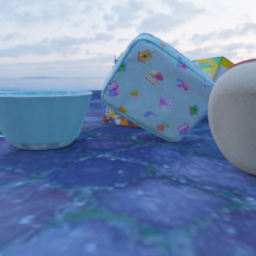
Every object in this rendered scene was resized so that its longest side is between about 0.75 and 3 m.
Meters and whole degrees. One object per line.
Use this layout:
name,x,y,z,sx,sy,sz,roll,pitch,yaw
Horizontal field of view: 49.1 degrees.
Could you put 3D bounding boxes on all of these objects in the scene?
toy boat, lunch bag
toy boat,2.821,-0.276,4.397,2.936,1.916,1.919,8,26,45
lunch bag,0.687,-0.923,6.921,2.583,2.072,0.996,30,27,-15

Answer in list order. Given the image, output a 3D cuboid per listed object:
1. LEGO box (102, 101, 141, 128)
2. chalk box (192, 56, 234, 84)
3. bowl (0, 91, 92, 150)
LEGO box,0.583,-0.716,10.573,2.544,0.982,1.895,-9,14,-43
chalk box,3.148,-1.660,11.142,1.657,1.666,2.677,24,-1,-22
bowl,-2.117,-0.239,6.930,2.478,1.296,2.478,0,9,0
